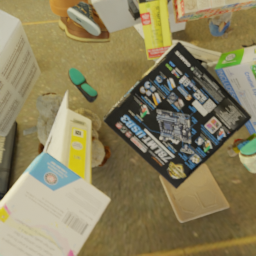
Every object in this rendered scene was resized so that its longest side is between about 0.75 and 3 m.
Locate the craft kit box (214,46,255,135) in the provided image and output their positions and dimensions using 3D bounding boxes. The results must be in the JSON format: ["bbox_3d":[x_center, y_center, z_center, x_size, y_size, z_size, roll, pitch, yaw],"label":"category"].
[{"bbox_3d":[3.415,-0.632,5.532,2.514,2.546,0.618,0,52,47],"label":"craft kit box"}]

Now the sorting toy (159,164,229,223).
[{"bbox_3d":[1.664,1.644,7.191,1.436,0.262,1.329,-11,52,-14],"label":"sorting toy"}]

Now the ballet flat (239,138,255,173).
[{"bbox_3d":[1.936,0.150,3.599,1.188,0.370,0.401,-34,16,-5],"label":"ballet flat"}]

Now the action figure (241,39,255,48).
[{"bbox_3d":[3.312,-1.858,7.536,0.644,1.083,0.553,15,9,-3],"label":"action figure"}]

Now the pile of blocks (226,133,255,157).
[{"bbox_3d":[2.452,0.290,5.868,0.955,0.392,0.297,-18,60,-18],"label":"pile of blocks"}]

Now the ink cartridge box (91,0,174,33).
[{"bbox_3d":[0.558,-3.824,6.972,2.774,1.187,2.047,-11,62,18],"label":"ink cartridge box"}]

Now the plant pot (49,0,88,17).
[{"bbox_3d":[-1.507,-3.313,6.865,0.965,0.675,0.965,-2,56,3],"label":"plant pot"}]

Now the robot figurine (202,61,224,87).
[{"bbox_3d":[1.945,-1.062,6.714,1.227,1.041,0.693,-55,26,-19],"label":"robot figurine"}]

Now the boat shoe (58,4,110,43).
[{"bbox_3d":[-1.405,-3.232,8.380,1.043,0.979,2.898,-10,35,-28],"label":"boat shoe"}]

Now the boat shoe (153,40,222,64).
[{"bbox_3d":[2.150,-2.293,9.935,2.821,1.015,0.927,16,48,2],"label":"boat shoe"}]

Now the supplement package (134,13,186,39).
[{"bbox_3d":[1.270,-5.230,11.228,1.999,2.566,1.423,-18,53,-14],"label":"supplement package"}]

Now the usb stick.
[{"bbox_3d":[-3.538,0.784,7.744,0.728,0.428,2.625,-7,51,-5],"label":"usb stick"}]

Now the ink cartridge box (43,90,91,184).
[{"bbox_3d":[-1.197,0.982,4.489,0.557,2.344,2.372,19,36,-18],"label":"ink cartridge box"}]

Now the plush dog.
[{"bbox_3d":[-1.461,0.346,7.380,1.938,2.256,1.810,32,91,34],"label":"plush dog"}]

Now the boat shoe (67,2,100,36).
[{"bbox_3d":[-0.865,-2.411,6.089,0.933,0.330,0.423,40,73,14],"label":"boat shoe"}]

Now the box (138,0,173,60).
[{"bbox_3d":[0.527,-2.090,5.417,0.541,1.438,0.360,-4,25,16],"label":"box"}]

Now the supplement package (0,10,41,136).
[{"bbox_3d":[-3.722,-1.374,5.974,2.713,2.837,2.086,25,79,-6],"label":"supplement package"}]

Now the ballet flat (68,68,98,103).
[{"bbox_3d":[-1.219,-1.084,7.381,0.418,0.418,1.143,-34,69,-24],"label":"ballet flat"}]

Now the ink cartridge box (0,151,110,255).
[{"bbox_3d":[-0.774,0.825,2.247,0.669,0.652,1.042,40,65,-13],"label":"ink cartridge box"}]

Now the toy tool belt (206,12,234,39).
[{"bbox_3d":[2.787,-3.078,8.501,0.817,1.309,0.804,3,85,17],"label":"toy tool belt"}]

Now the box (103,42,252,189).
[{"bbox_3d":[0.919,-0.202,5.418,2.037,0.506,2.022,43,98,-8],"label":"box"}]

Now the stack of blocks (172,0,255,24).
[{"bbox_3d":[1.726,-2.401,5.161,1.666,0.488,0.959,-10,10,2],"label":"stack of blocks"}]
